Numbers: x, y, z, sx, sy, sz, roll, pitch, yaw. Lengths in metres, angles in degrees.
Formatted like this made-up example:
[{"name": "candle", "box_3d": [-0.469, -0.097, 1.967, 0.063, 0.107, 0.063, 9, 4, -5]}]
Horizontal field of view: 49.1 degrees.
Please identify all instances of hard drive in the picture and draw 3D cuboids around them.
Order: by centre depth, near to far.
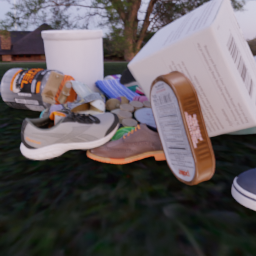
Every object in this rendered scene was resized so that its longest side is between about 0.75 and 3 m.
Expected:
[{"name": "hard drive", "box_3d": [0.308, -0.058, 8.105, 1.432, 0.271, 1.000, 4, 17, 17]}]

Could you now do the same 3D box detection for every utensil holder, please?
[{"name": "utensil holder", "box_3d": [-2.254, -2.630, 11.963, 2.452, 2.885, 2.452, -1, 22, 0]}]

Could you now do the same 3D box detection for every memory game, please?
[{"name": "memory game", "box_3d": [0.713, -0.249, 7.854, 2.067, 0.132, 2.067, 9, 31, -5]}]

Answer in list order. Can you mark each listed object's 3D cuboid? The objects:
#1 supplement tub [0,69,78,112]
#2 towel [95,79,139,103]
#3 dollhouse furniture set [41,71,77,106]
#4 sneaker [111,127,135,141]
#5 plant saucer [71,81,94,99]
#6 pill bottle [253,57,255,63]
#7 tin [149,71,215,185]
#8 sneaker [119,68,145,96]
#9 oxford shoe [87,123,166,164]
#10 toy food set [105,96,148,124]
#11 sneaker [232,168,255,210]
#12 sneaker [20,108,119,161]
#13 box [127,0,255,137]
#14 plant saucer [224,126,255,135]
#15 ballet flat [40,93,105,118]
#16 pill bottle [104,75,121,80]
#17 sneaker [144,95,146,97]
[{"name": "supplement tub", "box_3d": [-3.259, -1.391, 10.395, 2.551, 1.563, 1.563, 6, 17, 23]}, {"name": "towel", "box_3d": [-0.067, -1.564, 11.753, 2.369, 0.282, 1.715, -18, 54, -45]}, {"name": "dollhouse furniture set", "box_3d": [-1.941, -0.961, 8.541, 1.047, 0.897, 1.101, 16, 27, -31]}, {"name": "sneaker", "box_3d": [0.263, 0.261, 6.604, 1.354, 0.501, 0.566, -1, 13, -4]}, {"name": "plant saucer", "box_3d": [-1.386, -1.135, 9.764, 0.388, 1.547, 1.547, -39, 19, 2]}, {"name": "pill bottle", "box_3d": [4.752, -1.432, 6.991, 2.939, 1.598, 1.598, -14, 8, 28]}, {"name": "tin", "box_3d": [0.866, 0.024, 4.778, 0.409, 1.954, 1.094, -17, 3, -16]}, {"name": "sneaker", "box_3d": [0.951, -1.558, 10.339, 1.550, 1.073, 2.567, 24, -5, -35]}, {"name": "oxford shoe", "box_3d": [0.150, 0.270, 5.956, 2.115, 0.771, 0.754, -6, 16, 1]}, {"name": "toy food set", "box_3d": [0.142, -0.714, 9.120, 1.735, 0.430, 2.729, -5, 16, -12]}, {"name": "sneaker", "box_3d": [3.025, 0.622, 4.344, 2.791, 1.108, 1.095, -2, 18, -3]}, {"name": "sneaker", "box_3d": [-1.077, -0.011, 5.595, 2.101, 0.833, 0.776, -16, 35, -31]}, {"name": "box", "box_3d": [1.604, -1.251, 6.221, 1.903, 2.210, 2.221, -18, 26, 36]}, {"name": "plant saucer", "box_3d": [3.213, -0.212, 7.869, 2.432, 0.437, 2.432, -7, 10, 1]}, {"name": "ballet flat", "box_3d": [-1.247, -0.361, 8.110, 0.992, 0.992, 2.759, 9, 20, 29]}, {"name": "pill bottle", "box_3d": [-0.623, -2.492, 15.484, 0.834, 0.834, 1.498, 11, 19, 33]}, {"name": "sneaker", "box_3d": [1.533, -0.843, 10.303, 2.307, 0.807, 1.038, -8, -13, 2]}]
